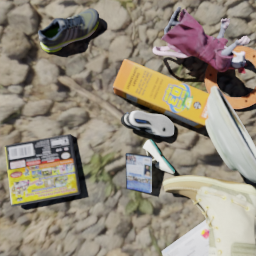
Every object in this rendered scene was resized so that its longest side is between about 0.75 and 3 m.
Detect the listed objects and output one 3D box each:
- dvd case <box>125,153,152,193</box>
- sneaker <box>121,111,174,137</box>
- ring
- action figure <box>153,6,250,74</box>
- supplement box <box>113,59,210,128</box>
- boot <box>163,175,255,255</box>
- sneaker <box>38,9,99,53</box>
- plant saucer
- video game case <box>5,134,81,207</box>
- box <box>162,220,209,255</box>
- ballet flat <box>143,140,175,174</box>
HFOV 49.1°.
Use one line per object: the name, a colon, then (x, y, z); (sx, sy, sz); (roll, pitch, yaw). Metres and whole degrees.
dvd case: (0.302, 1.289, 8.046); (0.789, 0.097, 1.106); (6, 106, 26)
sneaker: (0.532, -0.145, 8.265); (1.612, 0.902, 0.589); (19, 80, -31)
ring: (3.267, -1.503, 8.442); (1.861, 0.179, 1.861); (1, 95, 9)
action figure: (2.069, -2.070, 7.483); (2.486, 1.665, 1.851); (35, 120, -3)
supplement box: (1.044, -0.966, 8.188); (2.867, 0.986, 0.954); (22, 86, 0)
boot: (2.185, 2.415, 7.543); (2.628, 0.947, 2.032); (8, 71, 4)
sneaker: (-1.783, -3.011, 8.466); (2.038, 0.825, 0.753); (-33, 85, -3)
plant saucer: (2.597, 0.284, 7.008); (0.687, 2.739, 2.739); (-31, 84, 23)
video game case: (-2.511, 1.228, 8.238); (1.976, 0.252, 1.786); (-10, 80, -3)
box: (2.210, 3.994, 7.920); (1.637, 0.432, 2.099); (-34, 86, -4)
ballet flat: (0.885, 0.920, 8.298); (0.429, 0.429, 1.236); (-36, 81, -4)
